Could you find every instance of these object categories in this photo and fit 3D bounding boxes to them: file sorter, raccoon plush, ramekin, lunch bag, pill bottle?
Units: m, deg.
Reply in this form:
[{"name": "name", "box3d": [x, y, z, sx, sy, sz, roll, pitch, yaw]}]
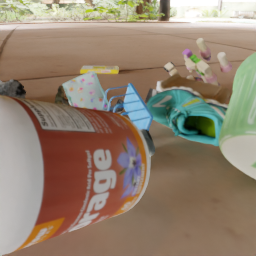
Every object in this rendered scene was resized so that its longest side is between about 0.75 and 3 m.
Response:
[{"name": "file sorter", "box3d": [-0.054, -0.345, 6.704, 0.709, 0.802, 1.156, -14, 55, -24]}, {"name": "raccoon plush", "box3d": [-4.080, -0.967, 8.646, 1.212, 0.875, 1.809, 1, 24, 22]}, {"name": "ramekin", "box3d": [2.661, 0.121, 4.036, 2.668, 2.668, 1.303, 18, 72, 34]}, {"name": "lunch bag", "box3d": [-1.130, -0.872, 7.594, 0.989, 1.161, 0.708, -25, -6, -3]}, {"name": "pill bottle", "box3d": [-1.050, 0.467, 3.114, 1.540, 1.540, 2.746, 18, 8, 34]}]

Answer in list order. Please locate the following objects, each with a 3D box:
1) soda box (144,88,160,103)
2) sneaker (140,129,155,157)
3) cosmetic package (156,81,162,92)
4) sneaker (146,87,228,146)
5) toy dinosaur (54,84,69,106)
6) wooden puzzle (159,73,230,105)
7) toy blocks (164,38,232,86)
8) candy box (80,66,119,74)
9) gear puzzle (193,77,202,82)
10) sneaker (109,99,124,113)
[{"name": "soda box", "box3d": [1.156, -0.727, 8.255, 0.448, 0.501, 1.416, 18, 7, -45]}, {"name": "sneaker", "box3d": [-0.066, 0.466, 5.768, 0.937, 0.609, 1.623, -21, -2, 20]}, {"name": "cosmetic package", "box3d": [1.896, -1.331, 9.749, 1.101, 0.377, 1.460, -21, 37, -37]}, {"name": "sneaker", "box3d": [1.363, -0.294, 6.520, 1.136, 1.105, 2.852, -12, 22, -35]}, {"name": "toy dinosaur", "box3d": [-2.110, -0.899, 8.971, 0.560, 0.302, 1.271, 15, 44, -6]}, {"name": "wooden puzzle", "box3d": [1.924, -1.053, 8.029, 1.750, 0.326, 1.619, 23, 30, 20]}, {"name": "toy blocks", "box3d": [2.540, -1.902, 9.864, 1.726, 1.453, 1.613, -39, 45, 7]}, {"name": "candy box", "box3d": [-1.312, -2.739, 13.130, 1.711, 0.226, 0.875, 1, 22, 1]}, {"name": "gear puzzle", "box3d": [2.599, -2.077, 11.807, 0.978, 0.128, 0.507, 1, 25, 3]}, {"name": "sneaker", "box3d": [-0.353, -0.601, 8.136, 0.298, 0.449, 0.790, 47, 37, 9]}]
